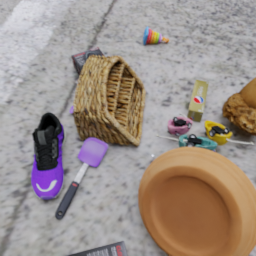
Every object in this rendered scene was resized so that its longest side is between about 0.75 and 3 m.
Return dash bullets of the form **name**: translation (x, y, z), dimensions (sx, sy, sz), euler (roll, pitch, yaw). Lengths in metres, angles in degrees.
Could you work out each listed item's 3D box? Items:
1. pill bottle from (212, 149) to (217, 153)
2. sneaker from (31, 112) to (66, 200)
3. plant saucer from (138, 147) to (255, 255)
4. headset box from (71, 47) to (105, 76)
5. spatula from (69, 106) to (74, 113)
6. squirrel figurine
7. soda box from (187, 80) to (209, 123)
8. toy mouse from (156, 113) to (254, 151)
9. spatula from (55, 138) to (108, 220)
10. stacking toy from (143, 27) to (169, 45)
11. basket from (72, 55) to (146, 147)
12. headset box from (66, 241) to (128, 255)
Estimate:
- **pill bottle**: translation (2.251, 0.867, 8.617), dimensions (0.569, 0.569, 1.018), euler (40, 43, 26)
- **sneaker**: translation (-2.476, 0.694, 8.395), dimensions (0.973, 1.392, 2.798), euler (-5, 52, -4)
- **plant saucer**: translation (1.484, 1.962, 6.569), dimensions (3.000, 3.000, 0.562), euler (32, 24, 22)
- **headset box**: translation (-1.480, -2.537, 11.381), dimensions (1.223, 0.635, 1.644), euler (-22, 57, -16)
- **spatula**: translation (-1.877, -1.069, 10.542), dimensions (0.422, 0.154, 1.494), euler (5, 53, -1)
- **squirrel figurine**: translation (4.451, -0.395, 9.300), dimensions (2.344, 1.659, 2.188), euler (-26, 68, -18)
- **soda box**: translation (2.557, -1.013, 10.250), dimensions (0.522, 0.553, 1.632), euler (13, 53, 10)
- **toy mouse**: translation (1.896, 0.275, 8.662), dimensions (2.439, 0.531, 2.744), euler (-10, 30, -24)
- **spatula**: translation (-1.468, 1.463, 8.371), dimensions (0.749, 0.272, 2.649), euler (27, 60, -1)
- **stacking toy**: translation (1.288, -4.063, 12.652), dimensions (1.189, 0.690, 0.652), euler (9, 53, -7)
- **basket**: translation (-0.475, -1.074, 9.369), dimensions (2.110, 2.021, 2.832), euler (6, 53, 6)
- **headset box**: translation (-0.656, 3.561, 6.511), dimensions (1.869, 0.722, 1.391), euler (-10, 59, -10)
